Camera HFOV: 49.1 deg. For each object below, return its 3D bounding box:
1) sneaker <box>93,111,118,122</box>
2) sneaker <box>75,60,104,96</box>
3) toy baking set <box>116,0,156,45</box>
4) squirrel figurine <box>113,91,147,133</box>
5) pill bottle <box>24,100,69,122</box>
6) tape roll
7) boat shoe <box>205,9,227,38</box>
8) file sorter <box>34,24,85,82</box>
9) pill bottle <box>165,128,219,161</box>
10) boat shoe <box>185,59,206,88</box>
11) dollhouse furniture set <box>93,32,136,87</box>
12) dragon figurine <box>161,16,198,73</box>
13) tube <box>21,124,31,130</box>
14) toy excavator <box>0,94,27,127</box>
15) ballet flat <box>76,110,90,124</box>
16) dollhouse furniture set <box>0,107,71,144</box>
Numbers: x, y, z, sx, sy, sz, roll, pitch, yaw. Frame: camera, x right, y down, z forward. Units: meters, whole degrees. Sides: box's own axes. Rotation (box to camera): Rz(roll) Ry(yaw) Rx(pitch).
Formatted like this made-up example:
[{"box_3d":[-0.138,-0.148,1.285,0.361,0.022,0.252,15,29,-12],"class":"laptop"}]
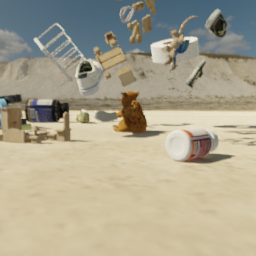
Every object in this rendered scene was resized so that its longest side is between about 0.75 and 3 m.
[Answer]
[{"box_3d":[-1.517,-0.663,17.598,0.758,0.720,1.884,-8,-8,42],"class":"sneaker"},{"box_3d":[-1.317,-1.990,9.737,0.881,0.854,2.412,-11,32,0],"class":"sneaker"},{"box_3d":[0.288,-3.183,7.626,0.231,1.522,1.983,14,-20,27],"class":"toy baking set"},{"box_3d":[0.180,-0.635,10.761,1.205,1.589,1.702,-2,5,-21],"class":"squirrel figurine"},{"box_3d":[-4.849,-1.017,16.893,2.436,1.363,1.363,0,5,-4],"class":"pill bottle"},{"box_3d":[2.180,-3.626,13.044,2.185,0.764,2.185,-9,23,4],"class":"tape roll"},{"box_3d":[3.521,-3.971,10.861,0.667,0.741,2.096,42,21,12],"class":"boat shoe"},{"box_3d":[-3.067,-3.540,13.216,1.479,1.327,2.132,49,-1,45],"class":"file sorter"},{"box_3d":[1.277,0.302,5.471,1.064,0.583,0.583,-4,6,-42],"class":"pill bottle"},{"box_3d":[2.737,-2.115,10.979,0.377,1.184,0.418,36,16,10],"class":"boat shoe"},{"box_3d":[-0.797,-3.488,14.726,1.399,2.699,1.195,-25,-23,5],"class":"dollhouse furniture set"},{"box_3d":[1.780,-3.007,9.991,0.613,2.083,1.036,34,21,18],"class":"dragon figurine"},{"box_3d":[-4.558,-0.019,11.839,0.891,0.231,0.259,-8,-30,-31],"class":"tube"},{"box_3d":[-6.369,-0.558,12.386,2.941,1.469,2.860,-14,11,-35],"class":"toy excavator"},{"box_3d":[-2.664,-0.688,16.615,0.822,0.822,2.324,-1,5,-14],"class":"ballet flat"},{"box_3d":[-2.871,-0.106,8.187,2.179,0.964,1.129,2,5,23],"class":"dollhouse furniture set"}]
